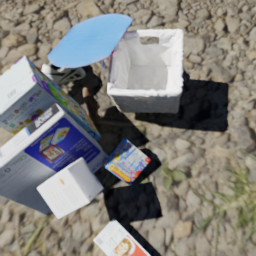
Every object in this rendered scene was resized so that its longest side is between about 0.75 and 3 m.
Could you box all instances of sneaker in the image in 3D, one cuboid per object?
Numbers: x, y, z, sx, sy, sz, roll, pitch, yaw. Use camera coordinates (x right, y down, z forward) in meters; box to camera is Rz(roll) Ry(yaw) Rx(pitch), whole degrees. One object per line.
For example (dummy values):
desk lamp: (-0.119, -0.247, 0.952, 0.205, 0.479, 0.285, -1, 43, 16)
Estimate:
sneaker: (-1.178, -0.806, 9.489, 0.463, 1.226, 0.432, -9, 26, 8)
sneaker: (-2.177, -2.192, 10.075, 0.883, 1.055, 2.384, 24, 37, 16)

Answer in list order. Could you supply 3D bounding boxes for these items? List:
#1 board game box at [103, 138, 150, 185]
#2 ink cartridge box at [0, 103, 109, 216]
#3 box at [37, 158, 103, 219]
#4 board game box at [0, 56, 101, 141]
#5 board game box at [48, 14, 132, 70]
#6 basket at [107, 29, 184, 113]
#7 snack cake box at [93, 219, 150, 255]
board game box: (-0.035, 1.077, 8.807, 1.093, 0.305, 1.070, 41, 87, -26)
ink cartridge box: (-2.194, 1.027, 7.842, 2.742, 2.775, 0.652, -41, 54, -3)
box: (-1.472, 1.539, 7.105, 0.989, 1.299, 0.691, 56, 31, -1)
board game box: (-2.361, -0.379, 8.143, 1.505, 2.870, 1.478, -39, 49, 4)
board game box: (-1.088, -2.505, 8.568, 2.189, 0.539, 2.770, 6, 51, 27)
basket: (0.650, -1.679, 8.939, 2.200, 1.786, 2.220, 1, 70, 12)
snack cake box: (-0.184, 3.481, 8.084, 1.482, 0.498, 0.852, 41, 70, 17)
